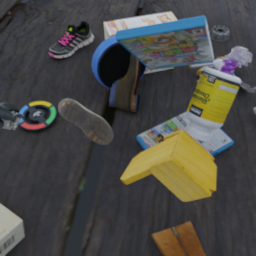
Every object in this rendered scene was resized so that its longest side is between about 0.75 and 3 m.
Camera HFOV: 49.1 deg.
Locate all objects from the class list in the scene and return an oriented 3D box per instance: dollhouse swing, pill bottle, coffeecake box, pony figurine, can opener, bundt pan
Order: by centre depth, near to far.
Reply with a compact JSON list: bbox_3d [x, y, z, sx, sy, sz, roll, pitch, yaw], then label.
[{"bbox_3d":[0.780,0.858,5.328,1.247,1.206,1.372,43,27,-2],"label":"dollhouse swing"},{"bbox_3d":[-3.341,-0.335,7.111,0.753,2.267,0.597,45,88,2],"label":"can opener"},{"bbox_3d":[2.205,-0.608,7.593,1.036,1.850,1.036,17,16,-5],"label":"pill bottle"},{"bbox_3d":[3.786,-2.314,10.926,2.267,1.888,2.189,-21,40,0],"label":"pony figurine"},{"bbox_3d":[0.512,-3.260,11.264,2.750,2.111,1.005,-13,52,-10],"label":"coffeecake box"},{"bbox_3d":[4.417,-4.595,13.494,1.009,0.379,1.009,-1,50,1],"label":"bundt pan"}]

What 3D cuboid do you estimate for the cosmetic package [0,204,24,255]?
[{"bbox_3d":[-3.934,2.418,7.291,2.241,0.819,1.160,27,39,19],"label":"cosmetic package"}]

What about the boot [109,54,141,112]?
[{"bbox_3d":[-0.129,-1.732,10.176,1.107,2.285,0.854,4,7,11],"label":"boot"}]

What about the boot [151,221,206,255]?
[{"bbox_3d":[1.135,3.469,6.632,2.057,0.748,2.185,-19,52,-14],"label":"boot"}]

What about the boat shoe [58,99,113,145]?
[{"bbox_3d":[-0.897,-0.178,6.121,0.538,1.445,0.530,-46,26,2],"label":"boat shoe"}]

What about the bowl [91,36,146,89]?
[{"bbox_3d":[-0.278,-2.374,10.502,2.149,2.149,0.422,-17,41,-13],"label":"bowl"}]

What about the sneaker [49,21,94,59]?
[{"bbox_3d":[-2.590,-4.028,12.567,0.907,1.076,2.459,37,59,26],"label":"sneaker"}]

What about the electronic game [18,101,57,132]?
[{"bbox_3d":[-3.295,-0.449,10.131,1.433,0.298,1.433,0,50,0],"label":"electronic game"}]

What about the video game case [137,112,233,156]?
[{"bbox_3d":[1.901,0.427,9.456,2.659,0.237,1.903,-25,55,-19],"label":"video game case"}]

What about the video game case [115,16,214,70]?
[{"bbox_3d":[1.138,-2.101,7.445,2.040,2.850,0.254,-3,86,20],"label":"video game case"}]

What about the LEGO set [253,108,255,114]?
[{"bbox_3d":[6.029,-0.459,9.752,2.980,1.223,1.137,-19,22,-9],"label":"LEGO set"}]
